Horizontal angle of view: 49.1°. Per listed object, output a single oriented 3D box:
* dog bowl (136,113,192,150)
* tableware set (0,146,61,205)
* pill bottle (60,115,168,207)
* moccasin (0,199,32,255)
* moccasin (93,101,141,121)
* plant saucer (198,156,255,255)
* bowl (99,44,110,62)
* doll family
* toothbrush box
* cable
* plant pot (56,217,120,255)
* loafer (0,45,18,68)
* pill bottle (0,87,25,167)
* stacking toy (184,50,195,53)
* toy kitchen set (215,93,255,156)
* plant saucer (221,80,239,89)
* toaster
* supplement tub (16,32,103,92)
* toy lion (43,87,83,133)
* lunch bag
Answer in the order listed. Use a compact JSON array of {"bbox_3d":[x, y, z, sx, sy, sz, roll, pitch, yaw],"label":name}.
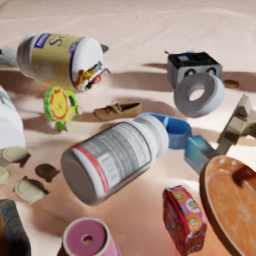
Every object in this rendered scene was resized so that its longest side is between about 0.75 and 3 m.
[{"bbox_3d":[1.023,0.047,8.371,1.889,0.468,1.053,14,40,21],"label":"dog bowl"},{"bbox_3d":[-2.388,1.014,6.346,1.627,0.189,1.359,26,30,5],"label":"tableware set"},{"bbox_3d":[-0.236,0.657,6.657,1.409,1.409,2.433,29,42,36],"label":"pill bottle"},{"bbox_3d":[-2.073,1.944,4.778,0.566,1.467,0.537,-12,11,25],"label":"moccasin"},{"bbox_3d":[-0.346,-0.590,9.176,1.607,0.620,0.588,-2,39,-9],"label":"moccasin"},{"bbox_3d":[2.227,1.592,5.323,2.300,0.371,2.300,22,44,-23],"label":"plant saucer"},{"bbox_3d":[-1.741,-3.333,13.244,1.767,0.829,1.767,1,33,0],"label":"bowl"},{"bbox_3d":[-1.323,-1.735,9.394,1.068,0.776,1.721,-41,12,-6],"label":"doll family"},{"bbox_3d":[1.874,0.765,7.107,0.432,0.742,1.013,-12,35,-18],"label":"toothbrush box"},{"bbox_3d":[2.323,-1.112,9.360,1.681,0.582,1.680,-31,44,22],"label":"cable"},{"bbox_3d":[-0.546,1.697,3.773,0.938,0.839,0.938,2,37,-2],"label":"plant pot"},{"bbox_3d":[-5.661,-3.416,13.254,2.720,0.949,0.951,-1,33,-1],"label":"loafer"},{"bbox_3d":[-3.866,-0.167,7.742,1.578,1.578,2.723,-18,37,-25],"label":"pill bottle"},{"bbox_3d":[3.133,-2.863,12.753,0.868,0.821,1.495,-22,51,-34],"label":"stacking toy"},{"bbox_3d":[3.417,0.058,7.375,1.577,1.426,1.748,28,46,16],"label":"toy kitchen set"},{"bbox_3d":[4.225,-1.826,11.588,0.753,0.141,0.753,0,34,0],"label":"plant saucer"},{"bbox_3d":[2.556,-2.355,11.436,1.810,1.188,2.002,-5,34,-8],"label":"toaster"},{"bbox_3d":[-2.662,-2.651,11.077,2.850,2.072,2.072,13,35,17],"label":"supplement tub"},{"bbox_3d":[-2.018,-0.657,8.533,0.500,1.397,1.458,-2,36,21],"label":"toy lion"},{"bbox_3d":[0.976,1.667,5.226,0.509,1.241,1.093,-16,42,-11],"label":"lunch bag"}]
